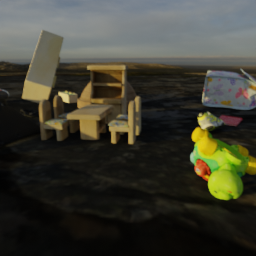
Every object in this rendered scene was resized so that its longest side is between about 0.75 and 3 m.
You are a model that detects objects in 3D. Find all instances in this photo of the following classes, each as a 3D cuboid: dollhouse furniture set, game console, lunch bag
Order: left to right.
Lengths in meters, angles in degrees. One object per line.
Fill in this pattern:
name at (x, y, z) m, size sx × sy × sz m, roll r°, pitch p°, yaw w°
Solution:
game console at (-4.413, 0.182, 7.905) m, size 2.436 × 1.612 × 2.770 m, roll -27°, pitch 2°, yaw 24°
dollhouse furniture set at (-0.904, -0.876, 8.584) m, size 2.591 × 1.964 × 2.957 m, roll 2°, pitch 14°, yaw 10°
lunch bag at (4.953, -1.826, 13.022) m, size 2.744 × 1.744 × 2.327 m, roll 10°, pitch 19°, yaw 15°

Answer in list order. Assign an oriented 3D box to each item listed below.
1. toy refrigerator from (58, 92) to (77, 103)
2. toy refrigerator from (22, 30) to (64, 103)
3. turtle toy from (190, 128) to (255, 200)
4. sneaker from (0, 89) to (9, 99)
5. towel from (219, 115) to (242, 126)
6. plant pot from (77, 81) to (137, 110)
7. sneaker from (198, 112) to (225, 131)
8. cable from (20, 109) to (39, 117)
toy refrigerator at (-3.182, -1.641, 14.783) m, size 0.512 × 0.472 × 1.349 m, roll -9°, pitch 16°, yaw -33°
toy refrigerator at (-2.827, -2.082, 9.541) m, size 0.873 × 0.948 × 2.497 m, roll 16°, pitch 52°, yaw -18°
turtle toy at (1.601, 0.653, 4.879) m, size 1.120 × 0.777 × 1.537 m, roll 24°, pitch 16°, yaw -3°
sneaker at (-6.983, -1.474, 14.218) m, size 1.804 × 0.695 × 0.739 m, roll -9°, pitch 43°, yaw -29°
towel at (3.566, -0.246, 9.927) m, size 0.762 × 0.118 × 1.054 m, roll 11°, pitch 19°, yaw 30°
plant pot at (-0.912, -1.665, 13.087) m, size 2.949 × 1.361 × 2.949 m, roll -1°, pitch 13°, yaw 0°
sneaker at (2.504, -0.216, 8.419) m, size 0.545 × 0.553 × 1.446 m, roll -29°, pitch -12°, yaw 25°
cable at (-3.896, -0.623, 11.185) m, size 0.773 × 0.241 × 0.947 m, roll -4°, pitch 14°, yaw -15°
